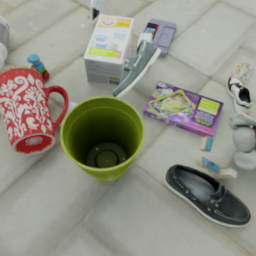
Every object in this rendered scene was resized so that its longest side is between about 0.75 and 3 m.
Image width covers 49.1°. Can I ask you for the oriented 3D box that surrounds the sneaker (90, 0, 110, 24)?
[{"bbox_3d":[-1.199,-5.622,12.024,0.969,2.575,1.139,24,56,3],"label":"sneaker"}]

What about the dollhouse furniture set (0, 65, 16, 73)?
[{"bbox_3d":[-4.601,-1.995,11.069,0.557,0.560,0.795,-15,89,-9],"label":"dollhouse furniture set"}]

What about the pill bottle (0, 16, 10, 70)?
[{"bbox_3d":[-5.593,-3.441,11.404,1.322,1.322,2.324,-8,58,-5],"label":"pill bottle"}]

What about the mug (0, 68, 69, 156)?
[{"bbox_3d":[-3.175,-0.613,9.409,2.268,1.704,2.555,-23,64,0],"label":"mug"}]

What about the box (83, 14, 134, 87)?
[{"bbox_3d":[-0.692,-3.105,11.183,1.477,1.331,2.625,10,58,5],"label":"box"}]

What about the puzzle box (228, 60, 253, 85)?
[{"bbox_3d":[4.569,-2.268,11.375,0.716,0.137,1.077,24,61,15],"label":"puzzle box"}]

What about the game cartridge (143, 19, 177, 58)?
[{"bbox_3d":[1.286,-4.032,12.372,1.323,0.392,2.041,18,60,6],"label":"game cartridge"}]

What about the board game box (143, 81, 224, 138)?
[{"bbox_3d":[2.032,-0.700,10.277,2.586,0.418,1.552,22,56,13],"label":"board game box"}]

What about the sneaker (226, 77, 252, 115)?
[{"bbox_3d":[4.211,-1.352,10.438,0.661,0.766,1.748,-8,57,-3],"label":"sneaker"}]

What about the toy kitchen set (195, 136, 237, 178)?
[{"bbox_3d":[2.777,0.912,8.668,1.159,0.683,0.928,29,69,-22],"label":"toy kitchen set"}]

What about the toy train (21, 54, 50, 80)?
[{"bbox_3d":[-3.807,-1.861,10.575,0.773,1.057,1.827,21,60,13],"label":"toy train"}]

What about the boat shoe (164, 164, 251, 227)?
[{"bbox_3d":[2.389,1.901,8.271,2.781,0.922,1.039,34,59,18],"label":"boat shoe"}]

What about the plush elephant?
[{"bbox_3d":[4.158,0.376,8.821,1.801,2.326,1.916,-1,83,34],"label":"plush elephant"}]

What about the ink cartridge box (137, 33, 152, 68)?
[{"bbox_3d":[0.706,-3.124,11.300,0.466,1.117,0.811,6,57,13],"label":"ink cartridge box"}]

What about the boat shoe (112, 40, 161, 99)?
[{"bbox_3d":[0.137,-2.096,9.888,0.861,1.014,2.785,41,63,-9],"label":"boat shoe"}]

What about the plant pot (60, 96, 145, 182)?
[{"bbox_3d":[-0.702,0.595,8.356,2.246,2.163,2.246,1,61,-1],"label":"plant pot"}]

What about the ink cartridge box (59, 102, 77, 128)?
[{"bbox_3d":[-1.872,-0.324,10.098,1.128,0.249,1.148,19,62,11],"label":"ink cartridge box"}]
